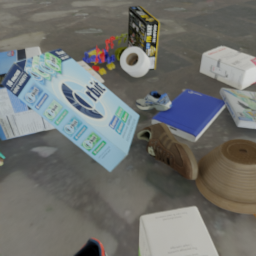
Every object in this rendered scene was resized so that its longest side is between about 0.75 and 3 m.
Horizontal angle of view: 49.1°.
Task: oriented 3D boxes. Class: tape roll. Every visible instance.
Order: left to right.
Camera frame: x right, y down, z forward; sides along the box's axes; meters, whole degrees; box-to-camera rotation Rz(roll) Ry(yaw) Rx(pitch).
[{"bbox_3d":[0.262,-2.424,10.366,0.965,0.965,0.663,18,1,22],"label":"tape roll"}]

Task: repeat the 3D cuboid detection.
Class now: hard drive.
[{"bbox_3d":[1.930,-0.473,8.730,1.442,0.277,2.185,24,43,28],"label":"hard drive"}]

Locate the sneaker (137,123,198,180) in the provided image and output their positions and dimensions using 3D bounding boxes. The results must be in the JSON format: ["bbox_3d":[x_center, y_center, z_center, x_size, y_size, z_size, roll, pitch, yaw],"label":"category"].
[{"bbox_3d":[0.914,0.626,6.983,0.823,0.767,2.179,-15,31,-12],"label":"sneaker"}]

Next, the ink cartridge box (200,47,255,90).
[{"bbox_3d":[3.973,-2.352,10.767,1.410,0.797,1.925,-26,44,-30],"label":"ink cartridge box"}]

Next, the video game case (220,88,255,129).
[{"bbox_3d":[4.110,-0.565,8.662,2.118,0.233,1.930,6,37,-5],"label":"video game case"}]

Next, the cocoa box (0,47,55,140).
[{"bbox_3d":[-3.206,-1.130,8.398,1.655,1.682,2.521,-14,39,-14],"label":"cocoa box"}]

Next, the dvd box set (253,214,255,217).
[{"bbox_3d":[3.366,1.971,5.555,1.175,0.236,1.606,-12,38,-15],"label":"dvd box set"}]

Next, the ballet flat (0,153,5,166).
[{"bbox_3d":[-4.044,0.419,7.167,1.011,0.982,2.842,-41,45,-17],"label":"ballet flat"}]

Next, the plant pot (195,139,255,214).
[{"bbox_3d":[2.501,0.875,6.269,1.950,0.900,1.950,-5,31,3],"label":"plant pot"}]

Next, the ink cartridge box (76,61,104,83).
[{"bbox_3d":[-1.717,-1.662,9.986,1.129,0.654,1.939,-19,40,-23],"label":"ink cartridge box"}]

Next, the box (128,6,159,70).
[{"bbox_3d":[0.567,-3.808,11.760,0.598,1.936,2.424,-10,38,-12],"label":"box"}]

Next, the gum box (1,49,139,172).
[{"bbox_3d":[-1.105,-0.606,6.759,2.878,0.641,2.445,40,22,-8],"label":"gum box"}]

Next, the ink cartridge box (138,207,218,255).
[{"bbox_3d":[0.847,2.635,3.536,0.925,1.609,2.748,-6,38,-8],"label":"ink cartridge box"}]

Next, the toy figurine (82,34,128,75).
[{"bbox_3d":[-1.151,-3.183,11.610,1.408,1.240,2.351,16,39,28],"label":"toy figurine"}]

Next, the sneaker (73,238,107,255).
[{"bbox_3d":[-0.924,2.510,4.448,0.638,0.719,1.702,15,40,19],"label":"sneaker"}]

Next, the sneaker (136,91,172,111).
[{"bbox_3d":[0.771,-0.909,8.875,1.348,0.574,0.519,5,33,42],"label":"sneaker"}]
